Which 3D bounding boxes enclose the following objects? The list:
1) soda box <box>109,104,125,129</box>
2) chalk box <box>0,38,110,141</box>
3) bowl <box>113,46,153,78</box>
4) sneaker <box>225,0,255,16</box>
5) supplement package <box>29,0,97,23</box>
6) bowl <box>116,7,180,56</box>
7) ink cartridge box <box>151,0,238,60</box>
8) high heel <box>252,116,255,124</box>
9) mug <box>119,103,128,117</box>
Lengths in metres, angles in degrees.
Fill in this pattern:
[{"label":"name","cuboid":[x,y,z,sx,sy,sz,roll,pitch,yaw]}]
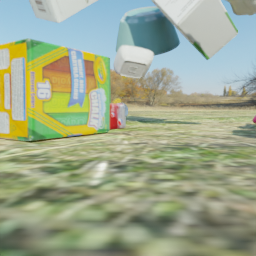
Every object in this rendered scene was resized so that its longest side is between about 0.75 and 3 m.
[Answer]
[{"label":"soda box","cuboid":[-1.128,-0.355,8.166,2.154,0.683,0.754,3,5,37]},{"label":"chalk box","cuboid":[-1.503,-0.735,6.163,1.737,1.749,2.803,3,6,35]},{"label":"bowl","cuboid":[0.138,-1.754,7.786,1.010,0.377,1.009,7,-29,-14]},{"label":"sneaker","cuboid":[2.426,-2.374,4.900,2.304,0.898,1.145,16,-13,-14]},{"label":"supplement package","cuboid":[-1.548,-3.539,6.998,1.029,1.025,1.754,26,57,35]},{"label":"bowl","cuboid":[0.588,-3.366,9.552,2.261,1.183,2.261,-8,33,5]},{"label":"ink cartridge box","cuboid":[1.444,-3.271,7.345,1.076,2.563,1.856,-42,-36,20]},{"label":"high heel","cuboid":[3.914,-0.319,7.931,0.959,0.673,2.000,12,20,14]},{"label":"mug","cuboid":[-0.481,-0.850,15.123,0.866,0.729,0.987,-15,-35,39]}]
